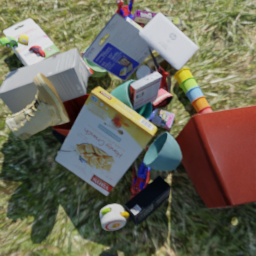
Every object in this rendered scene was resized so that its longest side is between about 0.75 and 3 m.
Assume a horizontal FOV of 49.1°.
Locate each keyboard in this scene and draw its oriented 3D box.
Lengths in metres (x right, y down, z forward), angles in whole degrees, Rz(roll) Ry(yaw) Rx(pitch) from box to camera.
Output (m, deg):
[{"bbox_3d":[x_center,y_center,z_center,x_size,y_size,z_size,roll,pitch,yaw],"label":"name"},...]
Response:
[{"bbox_3d":[-2.392,0.302,10.178,0.435,0.166,0.836,-41,74,-15],"label":"keyboard"}]

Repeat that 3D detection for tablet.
[{"bbox_3d":[1.252,-2.664,8.594,1.649,0.113,1.073,42,76,-2],"label":"tablet"}]

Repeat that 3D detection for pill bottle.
[{"bbox_3d":[0.689,-1.711,9.335,0.494,0.826,0.494,-7,77,33],"label":"pill bottle"}]

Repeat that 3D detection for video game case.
[{"bbox_3d":[0.855,-3.696,10.693,1.690,1.865,0.334,5,77,-14],"label":"video game case"}]

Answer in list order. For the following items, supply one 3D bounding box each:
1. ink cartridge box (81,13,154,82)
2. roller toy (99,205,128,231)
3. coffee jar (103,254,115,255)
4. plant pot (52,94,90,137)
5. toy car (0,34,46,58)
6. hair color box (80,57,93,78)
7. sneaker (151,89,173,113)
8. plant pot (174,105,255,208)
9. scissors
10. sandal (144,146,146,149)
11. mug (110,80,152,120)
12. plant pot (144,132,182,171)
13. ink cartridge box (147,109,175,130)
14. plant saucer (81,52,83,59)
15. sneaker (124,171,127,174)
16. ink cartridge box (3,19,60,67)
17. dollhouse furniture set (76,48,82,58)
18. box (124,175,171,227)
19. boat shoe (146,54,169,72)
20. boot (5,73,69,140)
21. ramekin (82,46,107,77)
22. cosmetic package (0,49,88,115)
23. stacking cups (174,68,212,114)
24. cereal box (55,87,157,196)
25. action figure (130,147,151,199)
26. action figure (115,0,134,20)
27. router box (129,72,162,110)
[{"bbox_3d":[-0.256,-2.566,8.995,1.816,1.795,0.427,27,36,-32],"label":"ink cartridge box"},{"bbox_3d":[-0.419,2.543,7.860,0.759,0.692,0.530,2,44,-21],"label":"roller toy"},{"bbox_3d":[-0.497,4.255,7.898,0.548,0.670,1.284,-9,62,-2],"label":"coffee jar"},{"bbox_3d":[-1.525,-0.230,9.775,1.465,1.291,1.463,8,63,15],"label":"plant pot"},{"bbox_3d":[-3.653,-2.873,9.480,1.456,0.325,1.370,39,26,25],"label":"toy car"},{"bbox_3d":[-2.297,-1.898,10.510,1.728,0.553,0.959,-36,108,8],"label":"hair color box"},{"bbox_3d":[0.775,-0.916,9.909,1.564,0.576,0.678,-23,54,-18],"label":"sneaker"},{"bbox_3d":[3.255,1.016,8.526,2.850,2.847,2.511,-9,73,-5],"label":"plant pot"},{"bbox_3d":[1.130,-2.040,9.873,0.202,2.904,1.062,17,63,28],"label":"scissors"},{"bbox_3d":[0.457,0.317,9.141,0.228,0.305,0.797,7,63,-48],"label":"sandal"},{"bbox_3d":[-0.011,-0.590,8.573,0.957,1.271,1.547,-22,48,34],"label":"mug"},{"bbox_3d":[1.099,0.811,8.169,0.773,1.148,1.148,35,66,-9],"label":"plant pot"},{"bbox_3d":[1.175,-0.375,10.542,1.038,0.218,0.620,18,64,11],"label":"ink cartridge box"},{"bbox_3d":[-1.782,-2.812,11.779,0.876,0.222,0.876,0,62,0],"label":"plant saucer"},{"bbox_3d":[-0.069,0.769,9.793,0.863,0.748,2.085,43,54,-21],"label":"sneaker"},{"bbox_3d":[-3.993,-3.361,11.724,1.406,0.808,2.401,-34,68,-16],"label":"ink cartridge box"},{"bbox_3d":[-2.200,-2.604,11.672,0.911,0.781,0.958,-28,96,-3],"label":"dollhouse furniture set"},{"bbox_3d":[0.620,2.273,8.696,1.434,1.012,0.566,-36,58,-17],"label":"box"},{"bbox_3d":[1.595,-2.976,11.640,1.744,0.622,0.563,-27,66,-12],"label":"boat shoe"},{"bbox_3d":[-2.791,-0.520,8.180,1.708,2.197,0.800,-25,65,-9],"label":"boot"},{"bbox_3d":[-1.288,-2.645,11.269,1.236,0.604,1.236,10,66,-22],"label":"ramekin"},{"bbox_3d":[-2.766,-1.491,9.370,2.659,1.199,1.420,-16,41,7],"label":"cosmetic package"},{"bbox_3d":[2.535,-1.195,10.759,0.694,0.694,2.294,-18,68,-9],"label":"stacking cups"},{"bbox_3d":[-0.762,0.518,8.399,2.080,2.892,0.571,35,31,2],"label":"cereal box"},{"bbox_3d":[0.475,1.547,9.328,0.639,0.505,1.955,5,64,33],"label":"action figure"},{"bbox_3d":[0.107,-4.987,12.287,0.944,1.433,2.894,-20,62,-11],"label":"action figure"},{"bbox_3d":[0.491,-1.082,8.327,1.003,0.900,0.245,-29,59,-25],"label":"router box"}]
